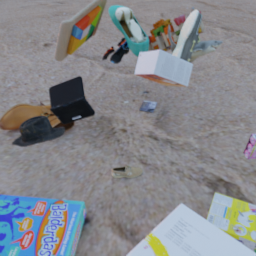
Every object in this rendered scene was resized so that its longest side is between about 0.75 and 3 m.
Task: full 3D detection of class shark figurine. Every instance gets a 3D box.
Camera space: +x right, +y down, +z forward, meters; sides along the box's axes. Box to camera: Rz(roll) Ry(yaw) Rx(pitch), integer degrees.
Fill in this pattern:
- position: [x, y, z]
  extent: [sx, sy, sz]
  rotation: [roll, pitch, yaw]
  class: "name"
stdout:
- position: [2.370, -3.529, 11.812]
  extent: [2.918, 1.218, 1.744]
  rotation: [-9, -10, -37]
  class: "shark figurine"

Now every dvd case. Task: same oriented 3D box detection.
- position: [0.948, -1.007, 13.160]
  extent: [0.661, 0.071, 0.889]
  rotation: [10, 37, 14]
  class: "dvd case"

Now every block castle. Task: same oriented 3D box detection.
- position: [2.005, -4.446, 13.008]
  extent: [1.771, 1.243, 2.650]
  rotation: [-28, 8, -37]
  class: "block castle"

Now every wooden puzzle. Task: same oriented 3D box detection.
- position: [-1.908, -4.022, 11.589]
  extent: [0.474, 2.353, 2.544]
  rotation: [41, 58, 1]
  class: "wooden puzzle"

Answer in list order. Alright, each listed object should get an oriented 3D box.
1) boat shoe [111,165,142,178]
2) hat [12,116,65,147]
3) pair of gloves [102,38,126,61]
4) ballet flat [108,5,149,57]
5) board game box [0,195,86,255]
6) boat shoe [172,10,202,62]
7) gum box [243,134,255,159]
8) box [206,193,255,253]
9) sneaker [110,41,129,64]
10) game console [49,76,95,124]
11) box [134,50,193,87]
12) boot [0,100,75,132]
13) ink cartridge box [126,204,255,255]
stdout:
- position: [-0.030, 1.468, 9.509]
  extent: [1.068, 0.344, 0.380]
  rotation: [-7, 37, -10]
  class: "boat shoe"
- position: [-2.424, 0.007, 7.416]
  extent: [1.408, 0.568, 1.408]
  rotation: [-10, 16, 3]
  class: "hat"
- position: [-0.553, -3.791, 13.228]
  extent: [1.670, 0.206, 1.487]
  rotation: [-41, 8, -11]
  class: "pair of gloves"
- position: [0.078, -4.385, 11.850]
  extent: [0.992, 1.037, 2.947]
  rotation: [-23, 72, -16]
  class: "ballet flat"
- position: [-2.645, 2.812, 7.434]
  extent: [2.655, 0.597, 2.019]
  rotation: [3, 36, 5]
  class: "board game box"
- position: [1.954, -2.773, 9.070]
  extent: [0.575, 1.923, 0.687]
  rotation: [15, 20, -15]
  class: "boat shoe"
- position: [3.785, 0.558, 8.260]
  extent: [0.488, 0.860, 0.284]
  rotation: [-6, 43, -8]
  class: "gum box"
- position: [3.333, 2.705, 7.659]
  extent: [2.240, 0.542, 1.314]
  rotation: [14, 38, 23]
  class: "box"
- position: [-0.373, -3.348, 12.335]
  extent: [0.502, 0.562, 1.371]
  rotation: [28, 55, 8]
  class: "sneaker"
- position: [-1.982, -0.936, 9.878]
  extent: [1.410, 1.240, 0.820]
  rotation: [-16, 43, 21]
  class: "game console"
- position: [0.950, -1.573, 7.547]
  extent: [1.206, 0.642, 0.919]
  rotation: [12, 2, -33]
  class: "box"
- position: [-3.687, -0.254, 11.385]
  extent: [2.635, 0.971, 2.039]
  rotation: [-28, 47, -31]
  class: "boot"
- position: [0.920, 3.396, 5.362]
  extent: [2.039, 2.049, 2.793]
  rotation: [28, 45, 36]
  class: "ink cartridge box"
